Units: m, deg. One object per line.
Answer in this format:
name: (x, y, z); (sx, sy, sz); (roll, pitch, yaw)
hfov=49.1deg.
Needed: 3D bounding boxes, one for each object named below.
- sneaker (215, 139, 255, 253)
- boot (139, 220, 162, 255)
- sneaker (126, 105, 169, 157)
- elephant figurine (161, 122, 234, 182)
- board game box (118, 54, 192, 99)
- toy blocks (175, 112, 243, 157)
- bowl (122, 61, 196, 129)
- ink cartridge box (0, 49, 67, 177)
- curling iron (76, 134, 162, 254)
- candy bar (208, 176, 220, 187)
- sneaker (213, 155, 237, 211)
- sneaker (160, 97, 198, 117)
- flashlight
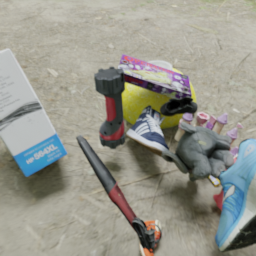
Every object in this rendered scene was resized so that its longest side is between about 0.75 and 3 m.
sneaker: (2.333, 1.372, 5.633); (1.015, 2.589, 1.164); (2, 26, -24)
boot: (0.534, 2.560, 6.334); (0.521, 0.364, 0.971); (-17, 48, 18)
sneaker: (0.762, 0.045, 8.350); (1.211, 0.783, 2.233); (-55, 24, -4)
elephant figurine: (1.550, 0.699, 7.042); (1.368, 1.934, 1.501); (-3, 83, -20)
board game box: (0.797, -1.551, 8.632); (2.306, 0.372, 1.384); (17, 31, -6)
toy blocks: (2.604, 0.091, 8.358); (1.749, 1.473, 1.635); (-4, 38, -30)
bowl: (1.035, -1.497, 10.307); (2.955, 1.590, 2.955); (-6, 40, 5)
ink cartridge box: (-2.997, -0.500, 7.531); (1.248, 2.960, 2.161); (-28, 22, -14)
curling iron: (-0.202, 1.105, 5.076); (0.316, 0.613, 2.471); (-24, 70, -36)
candy bar: (2.384, 1.343, 8.194); (0.230, 0.102, 0.923); (-35, 44, 5)
sneaker: (2.837, 0.934, 6.615); (1.094, 2.967, 1.287); (3, 22, -38)
sneaker: (1.092, -0.512, 6.636); (0.700, 0.403, 1.342); (6, -4, -40)
flashlight: (-0.497, -0.457, 7.315); (0.774, 2.277, 0.771); (19, 48, 23)
